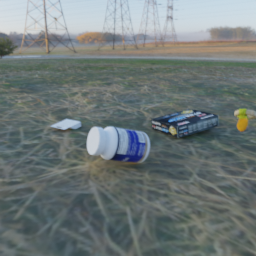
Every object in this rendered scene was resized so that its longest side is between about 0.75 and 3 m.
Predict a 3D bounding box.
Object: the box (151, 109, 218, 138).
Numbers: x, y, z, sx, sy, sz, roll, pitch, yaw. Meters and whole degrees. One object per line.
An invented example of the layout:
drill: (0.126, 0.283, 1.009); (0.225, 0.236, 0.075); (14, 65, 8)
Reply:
box: (2.055, -0.204, 10.244); (1.925, 0.443, 1.530); (-14, 19, -26)

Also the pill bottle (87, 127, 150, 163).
pill bottle: (-0.256, 0.432, 7.333); (1.495, 0.865, 0.865); (10, 11, -31)

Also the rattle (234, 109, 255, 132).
rattle: (3.276, -0.141, 7.861); (0.608, 0.668, 0.934); (-7, -16, 9)

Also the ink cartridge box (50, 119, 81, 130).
ink cartridge box: (-2.349, -0.058, 10.561); (0.736, 0.258, 0.906); (10, 28, 29)
